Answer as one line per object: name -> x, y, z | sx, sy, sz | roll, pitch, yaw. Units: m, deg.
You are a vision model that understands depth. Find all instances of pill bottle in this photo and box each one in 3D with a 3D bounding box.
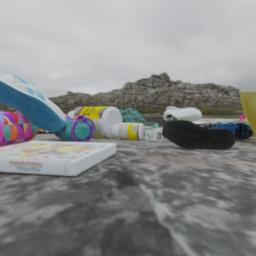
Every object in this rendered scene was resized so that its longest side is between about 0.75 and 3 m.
pill bottle -> -1.463, -0.246, 11.498 | 2.266, 1.238, 1.238 | 3, 5, 34
pill bottle -> -0.011, 0.131, 10.473 | 1.149, 0.628, 0.628 | 2, 4, 18

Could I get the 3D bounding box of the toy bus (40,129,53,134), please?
toy bus -> -2.885, -0.182, 13.035 | 2.294, 0.898, 0.747 | 1, 4, 13

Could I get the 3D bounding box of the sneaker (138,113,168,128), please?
sneaker -> 1.049, -0.275, 15.818 | 2.512, 0.939, 1.334 | 7, -2, 18

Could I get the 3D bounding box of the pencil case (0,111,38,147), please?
pencil case -> -3.842, -0.002, 8.928 | 1.185, 1.185, 2.681 | 0, 4, 2

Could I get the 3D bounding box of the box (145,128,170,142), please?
box -> 1.731, 0.215, 10.829 | 1.248, 0.394, 2.267 | 2, 4, 34

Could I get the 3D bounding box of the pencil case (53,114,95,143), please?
pencil case -> -1.975, -0.010, 9.777 | 0.903, 0.981, 2.122 | -11, 10, -33

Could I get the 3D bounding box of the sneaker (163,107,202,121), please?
sneaker -> 2.705, -0.566, 14.005 | 1.871, 0.715, 0.753 | 3, 33, 25

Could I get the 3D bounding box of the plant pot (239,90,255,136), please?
plant pot -> 4.830, -0.357, 8.808 | 2.444, 1.735, 2.444 | -3, 6, 0

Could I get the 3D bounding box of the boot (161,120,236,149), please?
boot -> 2.023, 0.266, 8.589 | 2.065, 0.800, 1.428 | 13, 0, 4

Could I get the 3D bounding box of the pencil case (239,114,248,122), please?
pencil case -> 6.183, -0.283, 14.121 | 0.990, 0.990, 2.239 | 2, 3, 26

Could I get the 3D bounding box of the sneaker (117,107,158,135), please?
sneaker -> 0.206, -0.365, 12.566 | 2.609, 1.190, 1.012 | 5, -9, 36

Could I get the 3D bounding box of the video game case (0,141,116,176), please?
video game case -> -1.764, 0.581, 6.191 | 2.422, 0.305, 2.661 | 1, 4, 13

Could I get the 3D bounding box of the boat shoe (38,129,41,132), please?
boat shoe -> -3.973, -0.285, 14.267 | 0.990, 0.939, 2.615 | 3, 5, 41

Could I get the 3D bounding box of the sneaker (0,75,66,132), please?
sneaker -> -3.165, -0.939, 9.345 | 2.807, 1.074, 1.134 | 34, 32, 6

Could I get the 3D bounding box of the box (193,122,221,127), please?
box -> 3.758, -0.075, 14.873 | 1.382, 0.436, 2.511 | 4, 5, 42

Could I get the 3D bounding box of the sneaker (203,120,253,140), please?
sneaker -> 3.759, 0.080, 10.816 | 2.018, 0.757, 0.875 | 0, -2, 3
